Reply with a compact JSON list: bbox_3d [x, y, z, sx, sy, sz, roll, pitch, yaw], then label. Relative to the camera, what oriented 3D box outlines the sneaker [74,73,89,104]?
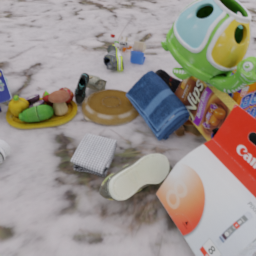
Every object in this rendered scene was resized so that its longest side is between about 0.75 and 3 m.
[{"bbox_3d":[-1.626,-1.310,9.499,0.419,1.112,0.441,16,23,-1],"label":"sneaker"}]

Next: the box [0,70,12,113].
[{"bbox_3d":[-5.245,-0.843,9.080,2.777,0.450,1.682,-24,56,-13],"label":"box"}]

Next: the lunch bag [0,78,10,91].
[{"bbox_3d":[-5.285,-1.557,10.373,1.485,0.573,1.191,21,46,24],"label":"lunch bag"}]

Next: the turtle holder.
[{"bbox_3d":[2.025,-2.054,6.801,1.934,1.808,2.546,18,46,-15],"label":"turtle holder"}]

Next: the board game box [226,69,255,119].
[{"bbox_3d":[3.194,-1.068,8.741,1.695,1.694,1.694,-16,41,-27],"label":"board game box"}]

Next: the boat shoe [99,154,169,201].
[{"bbox_3d":[0.207,1.160,6.790,2.094,0.748,0.626,-19,-3,-44],"label":"boat shoe"}]

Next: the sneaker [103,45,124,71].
[{"bbox_3d":[-0.728,-3.073,12.139,0.762,0.696,1.883,-7,38,-12],"label":"sneaker"}]

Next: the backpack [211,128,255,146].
[{"bbox_3d":[2.963,1.049,6.472,1.915,1.411,2.098,-3,38,-3],"label":"backpack"}]

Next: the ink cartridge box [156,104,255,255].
[{"bbox_3d":[1.863,1.167,5.412,0.676,2.696,2.186,7,32,-34],"label":"ink cartridge box"}]

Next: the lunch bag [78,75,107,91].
[{"bbox_3d":[-1.309,-1.662,10.278,0.712,0.510,0.868,17,7,21],"label":"lunch bag"}]

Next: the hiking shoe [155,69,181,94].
[{"bbox_3d":[1.642,-1.549,10.188,1.527,0.578,0.769,45,12,8],"label":"hiking shoe"}]

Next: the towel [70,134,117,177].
[{"bbox_3d":[-0.894,0.751,7.588,0.961,0.497,1.161,15,46,6],"label":"towel"}]

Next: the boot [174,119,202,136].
[{"bbox_3d":[1.899,-0.159,8.787,1.174,0.432,0.908,-3,34,-9],"label":"boot"}]

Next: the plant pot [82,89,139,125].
[{"bbox_3d":[-0.571,-0.810,9.621,2.032,0.279,2.032,3,39,-2],"label":"plant pot"}]

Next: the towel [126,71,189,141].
[{"bbox_3d":[0.868,-0.760,8.738,0.547,1.257,2.252,23,27,-47],"label":"towel"}]

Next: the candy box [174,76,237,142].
[{"bbox_3d":[2.206,-0.661,8.002,0.572,1.181,2.025,-5,47,-32],"label":"candy box"}]

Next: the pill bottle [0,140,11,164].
[{"bbox_3d":[-3.680,0.811,7.428,0.602,0.602,1.056,14,41,17],"label":"pill bottle"}]

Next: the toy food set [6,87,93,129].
[{"bbox_3d":[-2.632,-0.869,9.229,2.849,0.930,1.676,-7,40,-9],"label":"toy food set"}]

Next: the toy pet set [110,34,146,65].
[{"bbox_3d":[0.000,-3.381,12.522,1.583,0.900,1.696,13,3,8],"label":"toy pet set"}]
